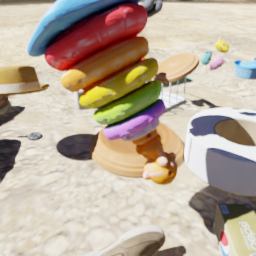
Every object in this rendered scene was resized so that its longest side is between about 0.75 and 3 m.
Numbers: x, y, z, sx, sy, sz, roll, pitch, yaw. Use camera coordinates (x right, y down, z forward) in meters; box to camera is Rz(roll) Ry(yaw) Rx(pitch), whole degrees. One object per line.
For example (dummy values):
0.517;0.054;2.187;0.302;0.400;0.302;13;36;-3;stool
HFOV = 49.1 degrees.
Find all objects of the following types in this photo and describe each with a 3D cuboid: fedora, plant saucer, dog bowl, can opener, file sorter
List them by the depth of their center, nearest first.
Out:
1.065;-1.414;6.444;1.121;0.181;1.121;-20;33;13;plant saucer
-2.848;-1.215;7.061;1.668;0.680;1.668;-2;15;1;fedora
0.245;0.387;8.088;2.703;0.506;2.703;0;30;0;plant saucer
0.516;-3.377;8.444;0.514;0.644;1.925;15;10;-13;can opener
1.092;-1.453;10.584;1.979;1.232;1.373;-26;39;-37;file sorter
6.332;-2.937;13.802;2.485;0.616;1.385;-13;32;-21;dog bowl

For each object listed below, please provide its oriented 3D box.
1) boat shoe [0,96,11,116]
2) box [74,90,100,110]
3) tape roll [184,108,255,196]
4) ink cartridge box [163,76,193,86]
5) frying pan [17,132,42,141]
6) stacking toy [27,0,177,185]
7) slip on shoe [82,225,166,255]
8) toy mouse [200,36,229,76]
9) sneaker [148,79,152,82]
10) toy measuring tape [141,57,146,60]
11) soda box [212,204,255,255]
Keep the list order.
-5.004;-0.627;9.422;0.977;0.926;2.580;6;30;11;boat shoe
-1.738;-1.574;11.253;0.918;0.764;2.234;-8;31;-14;box
2.926;0.489;7.396;2.839;0.993;2.839;0;30;0;tape roll
1.938;-2.505;13.034;2.084;0.618;1.082;-16;33;-26;ink cartridge box
-3.048;0.224;8.779;0.750;0.122;0.454;14;32;17;frying pan
-0.017;-0.420;4.091;1.677;2.889;1.585;-33;12;-24;stacking toy
-0.172;2.237;4.604;1.893;0.720;0.573;-14;28;-18;slip on shoe
2.150;-1.785;7.216;0.221;1.014;1.141;26;30;-29;toy mouse
0.093;-2.255;12.567;1.950;0.745;0.785;6;21;7;sneaker
1.015;-3.165;13.458;2.884;1.061;1.061;-24;35;-13;toy measuring tape
2.011;2.237;4.633;0.657;0.695;2.054;0;29;1;soda box
